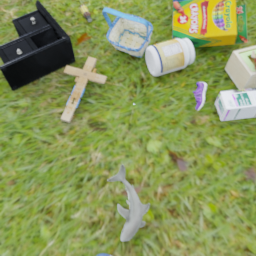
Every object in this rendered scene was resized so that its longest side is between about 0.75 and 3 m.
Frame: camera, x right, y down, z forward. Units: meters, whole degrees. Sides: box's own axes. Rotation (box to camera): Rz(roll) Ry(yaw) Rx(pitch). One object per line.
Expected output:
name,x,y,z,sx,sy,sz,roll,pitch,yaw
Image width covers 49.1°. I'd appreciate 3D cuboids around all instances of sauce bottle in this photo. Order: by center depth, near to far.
sauce bottle,-1.859,-5.067,12.438,0.317,0.317,0.979,-20,64,-12

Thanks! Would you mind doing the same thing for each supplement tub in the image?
supplement tub,1.561,-2.674,10.525,1.594,1.151,1.151,-18,61,-10

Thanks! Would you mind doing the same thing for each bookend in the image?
bookend,-3.917,-3.244,10.812,2.688,1.246,2.705,-30,64,-16

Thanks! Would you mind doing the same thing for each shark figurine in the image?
shark figurine,0.201,2.015,7.647,1.148,0.802,1.922,15,54,-41

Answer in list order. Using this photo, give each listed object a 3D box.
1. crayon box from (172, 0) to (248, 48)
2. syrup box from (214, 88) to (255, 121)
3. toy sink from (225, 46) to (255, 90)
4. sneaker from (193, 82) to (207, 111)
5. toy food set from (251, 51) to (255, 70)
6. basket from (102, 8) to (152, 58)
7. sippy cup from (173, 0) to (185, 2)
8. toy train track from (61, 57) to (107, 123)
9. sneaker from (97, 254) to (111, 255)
crayon box,3.194,-4.166,11.014,2.843,0.722,1.805,-1,74,15
syrup box,4.076,-0.832,9.667,1.898,0.773,0.747,-6,59,-5
toy sink,4.818,-2.297,10.323,1.879,1.053,1.225,-15,61,-11
sneaker,2.426,-1.086,9.687,0.419,0.405,1.005,9,84,2
toy food set,4.653,-2.097,9.482,1.319,0.431,0.776,24,38,2
basket,0.002,-3.642,10.542,1.750,1.984,1.380,25,86,13
sippy cup,2.928,-5.874,12.165,1.741,1.866,2.376,-26,49,-3
toy train track,-1.752,-1.372,10.219,1.567,0.444,2.731,17,67,5
sneaker,0.076,4.053,6.540,1.030,1.206,2.735,-40,66,-19
